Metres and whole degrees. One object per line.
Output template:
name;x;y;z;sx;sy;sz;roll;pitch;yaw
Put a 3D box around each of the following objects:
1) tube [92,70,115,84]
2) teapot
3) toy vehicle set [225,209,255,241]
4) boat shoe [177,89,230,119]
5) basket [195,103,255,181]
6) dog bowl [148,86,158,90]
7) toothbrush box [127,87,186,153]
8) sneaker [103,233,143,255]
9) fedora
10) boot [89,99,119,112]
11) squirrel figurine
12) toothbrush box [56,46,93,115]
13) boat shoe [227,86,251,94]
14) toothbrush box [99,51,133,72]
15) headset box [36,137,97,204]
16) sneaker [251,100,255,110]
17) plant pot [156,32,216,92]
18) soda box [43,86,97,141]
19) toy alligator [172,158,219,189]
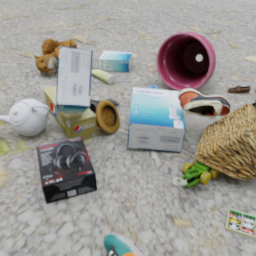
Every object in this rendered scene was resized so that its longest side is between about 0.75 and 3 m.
tube;-1.336;-2.666;14.175;1.739;0.505;0.452;33;85;41
teapot;-3.653;-0.446;9.976;1.451;1.074;1.470;34;87;25
toy vehicle set;3.085;2.517;7.221;1.051;0.139;0.653;13;38;17
boat shoe;2.724;-0.701;9.646;2.410;0.858;0.754;11;46;-34
basket;3.485;0.639;8.872;1.738;1.814;2.435;51;33;-7
dog bowl;0.983;-1.616;12.674;0.916;0.227;0.511;-37;35;-29
toothbrush box;0.996;-0.382;10.302;1.899;1.107;2.594;5;36;0
sneaker;-0.004;3.086;5.955;0.785;0.701;1.965;-24;43;-36
fedora;-0.887;-0.373;10.580;0.568;1.392;1.392;-18;25;32
boot;-1.197;-1.042;11.938;1.199;0.477;1.378;-16;32;-36
squirrel figurine;-3.785;-3.698;14.716;2.238;1.697;2.398;-25;46;-11
toothbrush box;-1.730;-1.334;8.705;0.962;1.651;2.255;4;-5;-15
boat shoe;5.147;-1.805;12.994;1.025;0.360;0.361;-2;38;0
toothbrush box;-0.648;-3.607;15.167;1.643;0.701;1.203;6;36;8
headset box;-1.931;1.147;8.564;1.502;0.780;2.019;-11;39;-15
sneaker;5.665;-0.864;11.479;1.578;0.603;0.904;-22;47;-19
plant pot;2.974;-3.210;13.253;2.629;2.629;2.353;20;28;25
soda box;-2.305;-0.651;10.893;1.006;0.951;2.970;-20;41;-25
toy alligator;1.903;1.419;8.122;0.790;0.573;2.383;27;27;36
